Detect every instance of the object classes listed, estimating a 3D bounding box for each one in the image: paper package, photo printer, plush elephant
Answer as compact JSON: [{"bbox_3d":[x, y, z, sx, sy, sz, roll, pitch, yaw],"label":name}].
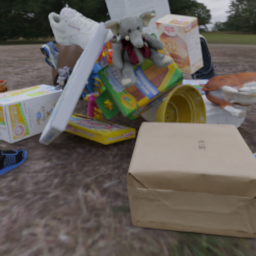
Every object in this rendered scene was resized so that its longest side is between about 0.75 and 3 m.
[{"bbox_3d":[1.093,0.755,5.000,2.034,1.104,2.134,3,22,7],"label":"paper package"},{"bbox_3d":[1.869,-0.589,8.788,2.277,0.950,2.737,-14,24,-37],"label":"photo printer"},{"bbox_3d":[0.134,-1.824,5.856,1.201,1.458,1.129,-23,-19,-1],"label":"plush elephant"}]

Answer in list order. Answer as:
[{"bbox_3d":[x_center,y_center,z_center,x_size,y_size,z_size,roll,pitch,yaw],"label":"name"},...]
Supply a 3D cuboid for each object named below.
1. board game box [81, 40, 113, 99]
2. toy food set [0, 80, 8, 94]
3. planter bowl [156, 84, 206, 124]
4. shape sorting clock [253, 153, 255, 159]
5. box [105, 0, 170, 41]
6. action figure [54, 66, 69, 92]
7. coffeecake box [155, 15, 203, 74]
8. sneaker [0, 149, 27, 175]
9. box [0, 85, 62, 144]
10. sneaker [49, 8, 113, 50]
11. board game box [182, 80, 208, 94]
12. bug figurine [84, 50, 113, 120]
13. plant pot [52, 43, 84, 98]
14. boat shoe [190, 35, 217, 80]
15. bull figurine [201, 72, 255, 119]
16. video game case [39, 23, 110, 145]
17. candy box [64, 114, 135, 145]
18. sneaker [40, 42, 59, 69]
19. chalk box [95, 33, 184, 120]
[{"bbox_3d":[-1.197,-2.174,10.292,0.578,2.026,2.069,19,-11,7],"label":"board game box"},{"bbox_3d":[-5.180,-1.131,10.434,1.564,0.387,2.460,-12,33,12],"label":"toy food set"},{"bbox_3d":[1.156,-0.237,6.777,1.608,1.608,0.670,-17,16,-38],"label":"planter bowl"},{"bbox_3d":[3.501,0.929,5.504,2.158,0.423,2.158,0,21,0],"label":"shape sorting clock"},{"bbox_3d":[0.431,-3.406,8.989,1.526,2.454,1.196,-26,25,-20],"label":"box"},{"bbox_3d":[-1.823,-1.246,8.004,0.409,1.180,0.768,16,56,17],"label":"action figure"},{"bbox_3d":[1.341,-2.183,7.300,0.482,1.319,1.013,-36,40,-19],"label":"coffeecake box"},{"bbox_3d":[-2.701,0.659,6.155,0.426,0.473,1.214,6,22,19],"label":"sneaker"},{"bbox_3d":[-2.956,-0.501,8.341,1.230,1.109,2.188,14,24,32],"label":"box"},{"bbox_3d":[-1.326,-2.666,7.521,1.984,0.988,0.743,12,56,25],"label":"sneaker"},{"bbox_3d":[2.263,-1.342,9.116,0.979,0.237,1.295,1,19,5],"label":"board game box"},{"bbox_3d":[-0.807,-1.406,9.039,0.726,2.188,2.822,13,28,9],"label":"bug figurine"},{"bbox_3d":[-2.242,-2.594,12.384,2.717,2.717,2.907,1,38,3],"label":"plant pot"},{"bbox_3d":[2.683,-2.011,10.084,1.008,2.701,0.841,-25,35,-12],"label":"boat shoe"},{"bbox_3d":[3.411,-1.024,7.335,2.816,0.917,1.709,-12,26,-9],"label":"bull figurine"},{"bbox_3d":[-1.356,-0.908,6.672,0.283,2.569,2.342,26,-19,-17],"label":"video game case"},{"bbox_3d":[-1.038,-0.014,7.847,2.292,0.303,1.172,15,19,36],"label":"candy box"},{"bbox_3d":[-2.342,-2.247,8.751,0.422,1.094,0.466,37,71,11],"label":"sneaker"},{"bbox_3d":[0.142,-1.075,7.125,2.153,1.339,1.333,-35,-6,5],"label":"chalk box"}]
